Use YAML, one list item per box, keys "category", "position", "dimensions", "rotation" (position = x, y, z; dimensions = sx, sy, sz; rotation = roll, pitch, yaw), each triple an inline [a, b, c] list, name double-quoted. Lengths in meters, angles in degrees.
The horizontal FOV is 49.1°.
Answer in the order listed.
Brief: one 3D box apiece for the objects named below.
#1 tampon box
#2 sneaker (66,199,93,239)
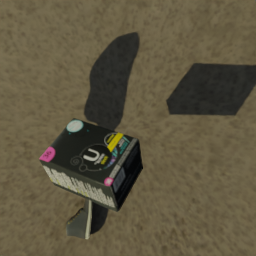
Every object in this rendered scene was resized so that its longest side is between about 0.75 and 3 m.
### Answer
- category: "tampon box"
  position: [-0.701, 0.725, 5.791]
  dimensions: [1.627, 1.027, 1.219]
  rotation: [16, 52, 22]
- category: "sneaker"
  position: [-1.395, 2.485, 8.011]
  dimensions: [0.692, 0.487, 1.303]
  rotation: [5, 81, -2]
